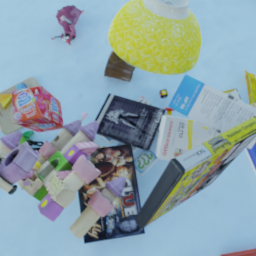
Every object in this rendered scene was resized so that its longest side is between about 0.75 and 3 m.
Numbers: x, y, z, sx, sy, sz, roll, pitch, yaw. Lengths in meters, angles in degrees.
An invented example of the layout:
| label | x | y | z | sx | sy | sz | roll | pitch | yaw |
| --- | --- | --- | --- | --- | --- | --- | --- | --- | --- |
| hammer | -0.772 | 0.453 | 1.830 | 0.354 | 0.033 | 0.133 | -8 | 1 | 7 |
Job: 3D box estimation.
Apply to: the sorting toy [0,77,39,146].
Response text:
| label | x | y | z | sx | sy | sz | roll | pitch | yaw |
| --- | --- | --- | --- | --- | --- | --- | --- | --- | --- |
| sorting toy | -3.786 | -0.557 | 10.140 | 1.913 | 0.381 | 2.588 | -28 | 70 | -12 |

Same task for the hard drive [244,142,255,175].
| label | x | y | z | sx | sy | sz | roll | pitch | yaw |
| --- | --- | --- | --- | --- | --- | --- | --- | --- | --- |
| hard drive | 5.158 | 1.366 | 9.072 | 1.946 | 0.374 | 2.950 | -17 | 73 | 0 |

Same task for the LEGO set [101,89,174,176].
| label | x | y | z | sx | sy | sz | roll | pitch | yaw |
| --- | --- | --- | --- | --- | --- | --- | --- | --- | --- |
| LEGO set | 0.733 | -0.126 | 9.815 | 2.938 | 0.721 | 2.195 | -42 | 76 | -16 |

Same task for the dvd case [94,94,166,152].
| label | x | y | z | sx | sy | sz | roll | pitch | yaw |
| --- | --- | --- | --- | --- | --- | --- | --- | --- | --- |
| dvd case | -0.013 | -0.240 | 9.756 | 2.222 | 0.177 | 1.652 | 18 | 66 | 16 |

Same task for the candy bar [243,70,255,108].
| label | x | y | z | sx | sy | sz | roll | pitch | yaw |
| --- | --- | --- | --- | --- | --- | --- | --- | --- | --- |
| candy bar | 4.603 | -1.063 | 10.318 | 0.622 | 0.276 | 2.495 | 18 | 63 | -28 |

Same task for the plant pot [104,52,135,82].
| label | x | y | z | sx | sy | sz | roll | pitch | yaw |
| --- | --- | --- | --- | --- | --- | --- | --- | --- | --- |
| plant pot | -0.276 | -2.258 | 10.584 | 1.011 | 1.021 | 1.021 | 19 | 68 | 0 |

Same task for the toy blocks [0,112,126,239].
| label | x | y | z | sx | sy | sz | roll | pitch | yaw |
| --- | --- | --- | --- | --- | --- | --- | --- | --- | --- |
| toy blocks | -1.489 | 0.619 | 6.623 | 2.299 | 2.732 | 2.553 | -47 | 34 | -9 |

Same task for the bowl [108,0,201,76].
| label | x | y | z | sx | sy | sz | roll | pitch | yaw |
| --- | --- | --- | --- | --- | --- | --- | --- | --- | --- |
| bowl | 0.879 | -2.799 | 7.450 | 2.666 | 1.434 | 2.666 | 9 | 48 | -10 |

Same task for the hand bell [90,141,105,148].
| label | x | y | z | sx | sy | sz | roll | pitch | yaw |
| --- | --- | --- | --- | --- | --- | --- | --- | --- | --- |
| hand bell | -1.070 | 0.663 | 9.619 | 1.228 | 0.639 | 0.639 | 31 | 70 | 25 |

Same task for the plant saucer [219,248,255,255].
| label | x | y | z | sx | sy | sz | roll | pitch | yaw |
| --- | --- | --- | --- | --- | --- | --- | --- | --- | --- |
| plant saucer | 3.701 | 4.477 | 8.025 | 1.865 | 0.342 | 1.861 | -9 | 67 | -3 |

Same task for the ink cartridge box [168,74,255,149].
| label | x | y | z | sx | sy | sz | roll | pitch | yaw |
| --- | --- | --- | --- | --- | --- | --- | --- | --- | --- |
| ink cartridge box | 2.554 | -0.353 | 7.380 | 2.817 | 1.631 | 0.939 | 29 | 102 | 9 |

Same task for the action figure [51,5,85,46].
| label | x | y | z | sx | sy | sz | roll | pitch | yaw |
| --- | --- | --- | --- | --- | --- | --- | --- | --- | --- |
| action figure | -2.440 | -4.117 | 11.560 | 1.277 | 1.149 | 1.715 | 2 | 70 | -40 |

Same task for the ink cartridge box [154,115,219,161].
| label | x | y | z | sx | sy | sz | roll | pitch | yaw |
| --- | --- | --- | --- | --- | --- | --- | --- | --- | --- |
| ink cartridge box | 1.986 | 0.459 | 9.108 | 1.982 | 0.827 | 1.439 | 11 | 93 | -1 |

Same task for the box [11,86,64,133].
| label | x | y | z | sx | sy | sz | roll | pitch | yaw |
| --- | --- | --- | --- | --- | --- | --- | --- | --- | --- |
| box | -2.406 | -0.445 | 7.665 | 0.819 | 1.716 | 0.856 | -10 | 80 | 1 |

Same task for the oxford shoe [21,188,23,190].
| label | x | y | z | sx | sy | sz | roll | pitch | yaw |
| --- | --- | --- | --- | --- | --- | --- | --- | --- | --- |
| oxford shoe | -2.954 | 1.175 | 7.917 | 0.440 | 0.432 | 1.213 | -10 | 58 | -29 |

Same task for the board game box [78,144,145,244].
| label | x | y | z | sx | sy | sz | roll | pitch | yaw |
| --- | --- | --- | --- | --- | --- | --- | --- | --- | --- |
| board game box | -0.598 | 1.969 | 8.657 | 1.857 | 0.474 | 2.741 | -9 | 82 | -3 |

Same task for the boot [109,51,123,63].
| label | x | y | z | sx | sy | sz | roll | pitch | yaw |
| --- | --- | --- | --- | --- | --- | --- | --- | --- | --- |
| boot | -0.279 | -2.675 | 8.983 | 1.264 | 0.485 | 0.982 | -50 | 41 | -1 |

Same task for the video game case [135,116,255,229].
| label | x | y | z | sx | sy | sz | roll | pitch | yaw |
| --- | --- | --- | --- | --- | --- | --- | --- | --- | --- |
| video game case | 1.478 | 1.053 | 6.191 | 2.430 | 2.689 | 0.343 | -22 | 61 | -30 |

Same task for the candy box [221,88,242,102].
| label | x | y | z | sx | sy | sz | roll | pitch | yaw |
| --- | --- | --- | --- | --- | --- | --- | --- | --- | --- |
| candy box | 3.684 | -0.664 | 10.156 | 0.970 | 0.434 | 1.422 | -14 | 67 | -5 |

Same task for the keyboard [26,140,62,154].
| label | x | y | z | sx | sy | sz | roll | pitch | yaw |
| --- | --- | --- | --- | --- | --- | --- | --- | --- | --- |
| keyboard | -3.175 | 0.932 | 9.556 | 1.796 | 0.230 | 1.078 | -1 | 80 | -1 |
